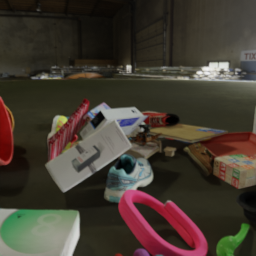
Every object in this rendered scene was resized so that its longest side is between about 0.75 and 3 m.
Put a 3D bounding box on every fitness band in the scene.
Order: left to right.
[{"bbox_3d":[0.660,1.906,5.590,1.463,0.381,2.036,16,15,-39],"label":"fitness band"}]

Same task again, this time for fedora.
[{"bbox_3d":[3.176,1.966,6.602,1.214,0.554,1.214,-2,13,0],"label":"fedora"}]

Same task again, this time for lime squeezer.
[{"bbox_3d":[2.147,2.520,4.926,1.045,0.558,2.958,30,12,-5],"label":"lime squeezer"}]

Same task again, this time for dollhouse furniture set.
[{"bbox_3d":[0.056,0.492,10.644,2.885,1.409,2.461,7,17,27],"label":"dollhouse furniture set"}]

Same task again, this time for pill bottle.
[{"bbox_3d":[0.458,0.097,13.090,0.468,0.818,0.468,25,22,-11],"label":"pill bottle"}]

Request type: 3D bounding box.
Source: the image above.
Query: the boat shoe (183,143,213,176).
[{"bbox_3d":[2.515,0.957,9.687,0.711,0.753,2.092,-32,16,3],"label":"boat shoe"}]

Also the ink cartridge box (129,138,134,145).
[{"bbox_3d":[0.386,0.640,12.364,0.435,0.250,0.750,-9,17,-24],"label":"ink cartridge box"}]

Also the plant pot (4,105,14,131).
[{"bbox_3d":[-6.273,-0.139,12.357,2.086,2.086,1.910,-8,1,-29],"label":"plant pot"}]

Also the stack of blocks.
[{"bbox_3d":[3.957,1.305,9.097,2.010,0.589,1.157,-6,15,-21],"label":"stack of blocks"}]

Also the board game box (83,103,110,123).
[{"bbox_3d":[-0.771,-0.192,10.625,1.466,0.302,1.463,42,30,1],"label":"board game box"}]

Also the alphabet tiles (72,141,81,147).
[{"bbox_3d":[-2.165,0.850,11.958,1.293,0.058,1.546,12,18,37],"label":"alphabet tiles"}]

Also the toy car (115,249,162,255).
[{"bbox_3d":[0.112,2.340,4.222,1.362,1.022,1.192,-3,14,-13],"label":"toy car"}]

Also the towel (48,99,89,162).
[{"bbox_3d":[-2.114,0.124,9.870,0.251,1.616,2.234,31,55,5],"label":"towel"}]

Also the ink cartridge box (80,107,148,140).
[{"bbox_3d":[-0.395,-0.133,9.342,2.378,1.183,0.466,-7,57,-55],"label":"ink cartridge box"}]

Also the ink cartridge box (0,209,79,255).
[{"bbox_3d":[-2.310,2.403,4.701,2.375,0.739,2.952,1,13,4],"label":"ink cartridge box"}]

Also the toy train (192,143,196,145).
[{"bbox_3d":[3.083,0.577,12.589,0.653,0.242,0.869,-9,28,-21],"label":"toy train"}]

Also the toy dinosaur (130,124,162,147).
[{"bbox_3d":[0.679,0.289,11.185,1.279,0.868,0.653,-6,0,-34],"label":"toy dinosaur"}]

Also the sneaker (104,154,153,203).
[{"bbox_3d":[0.140,1.252,8.345,0.960,1.067,2.472,8,16,20],"label":"sneaker"}]

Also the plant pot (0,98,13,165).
[{"bbox_3d":[-5.787,0.157,9.787,2.546,2.878,2.878,-13,16,-7],"label":"plant pot"}]

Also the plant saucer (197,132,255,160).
[{"bbox_3d":[4.254,0.817,11.082,2.801,0.514,2.796,-2,14,-6],"label":"plant saucer"}]

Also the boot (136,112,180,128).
[{"bbox_3d":[1.308,-0.396,13.805,2.415,0.874,1.742,-2,1,9],"label":"boot"}]

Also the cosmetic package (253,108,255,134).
[{"bbox_3d":[6.525,0.058,11.682,1.698,1.708,2.042,0,15,-4],"label":"cosmetic package"}]

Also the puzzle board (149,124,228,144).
[{"bbox_3d":[2.452,0.234,12.201,2.187,0.252,2.902,-10,12,-33],"label":"puzzle board"}]

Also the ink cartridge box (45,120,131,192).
[{"bbox_3d":[-1.075,0.810,7.783,2.125,0.901,1.548,-32,-4,-11],"label":"ink cartridge box"}]

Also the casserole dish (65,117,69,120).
[{"bbox_3d":[-3.490,-0.271,15.691,1.216,0.389,2.008,-3,16,-11],"label":"casserole dish"}]

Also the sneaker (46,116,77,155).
[{"bbox_3d":[-2.720,0.322,11.910,1.136,0.983,2.516,1,33,-5],"label":"sneaker"}]
